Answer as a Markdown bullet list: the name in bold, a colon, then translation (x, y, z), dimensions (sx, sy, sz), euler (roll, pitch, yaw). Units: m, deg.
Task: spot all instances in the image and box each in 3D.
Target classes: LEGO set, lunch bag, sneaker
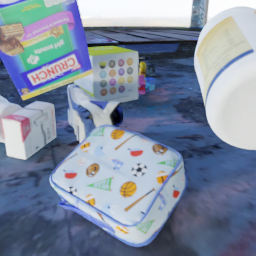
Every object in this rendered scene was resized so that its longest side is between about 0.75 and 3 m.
- **LEGO set**: translation (0.512, -2.318, 12.285), dimensions (0.911, 0.980, 2.389), euler (-8, 26, -20)
- **lunch bag**: translation (-0.228, 0.909, 4.901), dimensions (2.210, 0.835, 1.771), euler (17, 56, 36)
- **sneaker**: translation (-0.962, -0.432, 8.270), dimensions (1.447, 1.012, 2.506), euler (-5, 31, -20)

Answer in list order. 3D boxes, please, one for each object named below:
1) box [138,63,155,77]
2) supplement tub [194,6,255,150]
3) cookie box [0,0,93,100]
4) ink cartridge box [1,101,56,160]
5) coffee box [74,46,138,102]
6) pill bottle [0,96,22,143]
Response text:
- **box**: translation (0.931, -2.908, 14.082), dimensions (0.786, 0.584, 0.421), euler (-19, 31, -35)
- **supplement tub**: translation (1.735, -0.823, 4.027), dimensions (1.435, 1.435, 1.988), euler (2, 40, 4)
- **cookie box**: translation (-2.035, -2.019, 6.549), dimensions (1.973, 2.306, 0.867), euler (-25, 54, -13)
- **ink cartridge box**: translation (-2.427, 0.013, 7.053), dimensions (0.567, 1.003, 1.370), euler (10, 26, 17)
- **coffee box**: translation (-0.881, -2.047, 10.618), dimensions (1.854, 1.837, 1.857), euler (-14, 28, -28)
- **pill bottle**: translation (-3.895, -0.282, 7.316), dimensions (2.370, 1.331, 1.331), euler (10, 26, 23)
